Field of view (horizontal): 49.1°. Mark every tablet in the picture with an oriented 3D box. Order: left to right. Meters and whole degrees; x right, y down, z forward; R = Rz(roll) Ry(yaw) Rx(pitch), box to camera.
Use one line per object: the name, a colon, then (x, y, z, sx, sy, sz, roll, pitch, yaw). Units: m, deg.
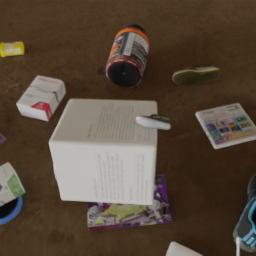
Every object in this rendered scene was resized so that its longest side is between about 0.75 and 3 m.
tablet: (1.400, 4.241, 7.406, 1.335, 0.140, 2.052, 22, 55, 16)

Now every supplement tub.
supplement tub: (0.055, -3.280, 12.323, 1.602, 1.602, 2.997, 7, 52, 6)

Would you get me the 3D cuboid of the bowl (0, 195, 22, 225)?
bowl: (-3.975, 2.388, 8.775, 1.226, 0.241, 1.226, 0, 52, 0)

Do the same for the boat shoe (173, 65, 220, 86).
boat shoe: (2.905, -2.348, 12.189, 2.122, 0.758, 0.697, -8, 42, -6)

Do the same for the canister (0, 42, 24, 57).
canister: (-5.567, -3.786, 13.450, 1.001, 0.433, 0.743, -8, 53, -8)

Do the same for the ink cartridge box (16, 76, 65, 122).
ink cartridge box: (-3.435, -1.207, 11.265, 1.225, 0.703, 1.687, 14, 53, 11)

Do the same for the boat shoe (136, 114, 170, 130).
boat shoe: (0.655, -0.202, 7.322, 0.955, 0.344, 0.339, 13, 68, -19)

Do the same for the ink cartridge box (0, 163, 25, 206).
ink cartridge box: (-4.077, 1.874, 8.650, 1.360, 0.595, 0.989, -29, 59, -18)

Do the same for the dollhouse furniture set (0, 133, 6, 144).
dollhouse furniture set: (-6.044, -0.171, 9.804, 2.456, 1.743, 1.946, 36, 60, 25)

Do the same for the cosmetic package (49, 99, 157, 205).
cosmetic package: (-0.566, 0.671, 8.464, 2.787, 2.297, 2.300, 3, 36, 4)

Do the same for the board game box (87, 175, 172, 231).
board game box: (-0.001, 2.302, 8.789, 2.533, 0.409, 1.520, -5, 48, -4)

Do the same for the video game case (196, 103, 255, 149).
video game case: (3.803, -0.114, 10.733, 1.884, 0.223, 1.715, -12, 53, -10)

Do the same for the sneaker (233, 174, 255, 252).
sneaker: (4.071, 2.240, 8.300, 1.049, 1.174, 2.866, 23, 55, 17)

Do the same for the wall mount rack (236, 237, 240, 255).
wall mount rack: (3.507, 3.773, 7.444, 1.735, 0.647, 1.508, 1, 52, 0)
